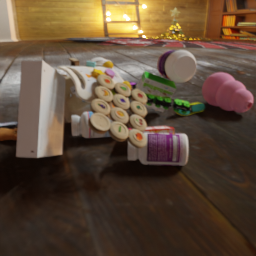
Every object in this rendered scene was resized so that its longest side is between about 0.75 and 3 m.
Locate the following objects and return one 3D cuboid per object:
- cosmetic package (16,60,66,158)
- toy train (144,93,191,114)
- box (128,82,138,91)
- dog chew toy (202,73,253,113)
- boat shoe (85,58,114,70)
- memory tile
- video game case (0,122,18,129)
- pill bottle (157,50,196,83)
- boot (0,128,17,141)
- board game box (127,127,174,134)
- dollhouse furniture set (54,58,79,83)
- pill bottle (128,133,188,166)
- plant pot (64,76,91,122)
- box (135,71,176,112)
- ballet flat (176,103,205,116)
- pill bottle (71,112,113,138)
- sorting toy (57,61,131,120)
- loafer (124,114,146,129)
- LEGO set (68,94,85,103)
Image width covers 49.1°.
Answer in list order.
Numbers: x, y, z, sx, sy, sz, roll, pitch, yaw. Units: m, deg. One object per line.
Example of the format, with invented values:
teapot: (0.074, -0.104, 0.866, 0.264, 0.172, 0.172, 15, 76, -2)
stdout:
cosmetic package: (-2.476, -0.456, 8.207, 0.665, 2.576, 1.942, 2, -3, 3)
toy train: (1.376, -1.013, 10.860, 2.141, 0.447, 0.604, 13, 30, -4)
box: (-0.639, -2.431, 15.633, 2.252, 0.407, 1.610, 11, 13, 6)
dog chew toy: (4.632, -1.532, 12.933, 1.627, 1.627, 2.612, -10, 32, -22)
boat shoe: (-1.205, -2.663, 12.498, 0.678, 0.619, 1.883, -31, -7, 23)
memory tile: (-0.216, -0.541, 7.938, 1.753, 0.192, 2.287, 22, 44, -19)
video game case: (-5.006, -0.038, 10.635, 1.577, 0.150, 1.126, -9, 8, -14)
pill bottle: (2.051, -2.613, 11.824, 1.299, 1.299, 2.309, -2, 16, -6)
boot: (-4.148, 0.291, 9.904, 0.913, 0.435, 1.180, 18, 29, 36)
board game box: (0.745, 0.170, 9.613, 1.408, 0.326, 1.067, -3, 4, -10)
dollhouse furniture set: (-4.185, -3.431, 17.353, 2.240, 1.457, 2.057, -12, 26, -27)
pill bottle: (0.861, 0.631, 8.406, 1.731, 0.972, 0.972, 2, 23, 2)
plant pot: (-1.922, -1.332, 10.953, 1.769, 1.771, 1.568, -24, 6, -9)
box: (1.121, -1.538, 12.153, 1.470, 1.297, 0.711, 17, 34, -14)
ballet flat: (2.685, -0.838, 12.600, 1.632, 0.545, 0.547, -8, 3, -24)
pill bottle: (-1.150, -0.117, 10.085, 1.737, 0.945, 0.945, -2, 23, -12)
sorting toy: (-1.149, -1.383, 8.791, 2.012, 1.194, 2.235, -4, 49, -53)
loafer: (0.081, -0.265, 11.081, 1.501, 0.533, 0.548, -14, 27, -30)
LEGO set: (-2.099, -1.706, 13.604, 2.089, 1.210, 1.606, 17, 28, 34)
